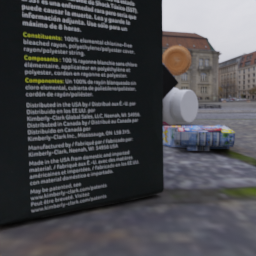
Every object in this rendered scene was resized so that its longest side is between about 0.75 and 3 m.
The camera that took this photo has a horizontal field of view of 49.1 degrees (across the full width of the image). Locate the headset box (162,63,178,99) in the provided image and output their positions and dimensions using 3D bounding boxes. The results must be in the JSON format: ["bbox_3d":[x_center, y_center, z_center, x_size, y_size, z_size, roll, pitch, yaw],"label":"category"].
[{"bbox_3d":[0.176,-1.611,10.090,1.149,2.214,2.975,40,8,-40],"label":"headset box"}]

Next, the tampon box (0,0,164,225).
[{"bbox_3d":[-0.762,-0.602,2.901,1.537,2.434,1.824,-3,6,-31],"label":"tampon box"}]

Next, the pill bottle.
[{"bbox_3d":[1.395,-0.888,11.548,2.655,1.505,1.505,4,7,45],"label":"pill bottle"}]

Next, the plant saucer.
[{"bbox_3d":[1.816,-2.533,10.572,1.113,1.113,0.180,1,15,13],"label":"plant saucer"}]

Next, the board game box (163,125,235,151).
[{"bbox_3d":[1.274,0.195,5.461,1.349,0.416,1.350,0,5,13],"label":"board game box"}]
